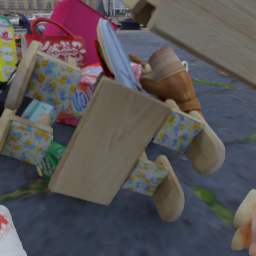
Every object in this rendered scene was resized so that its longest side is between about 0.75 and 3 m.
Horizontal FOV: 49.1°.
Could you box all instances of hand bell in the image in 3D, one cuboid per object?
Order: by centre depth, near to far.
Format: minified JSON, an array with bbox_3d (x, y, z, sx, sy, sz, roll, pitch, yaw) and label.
[{"bbox_3d":[0.447,-1.986,8.846,1.176,0.613,0.613,31,3,-36],"label":"hand bell"}]

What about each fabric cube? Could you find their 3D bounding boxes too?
[{"bbox_3d":[-1.795,-3.249,9.921,1.826,1.791,1.820,24,1,-36],"label":"fabric cube"}]

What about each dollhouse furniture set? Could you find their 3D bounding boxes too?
[{"bbox_3d":[0.072,-0.096,3.022,2.532,2.888,1.919,21,25,-22],"label":"dollhouse furniture set"}]

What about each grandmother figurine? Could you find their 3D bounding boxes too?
[{"bbox_3d":[2.013,1.272,2.347,2.164,1.312,0.655,23,51,41],"label":"grandmother figurine"}]

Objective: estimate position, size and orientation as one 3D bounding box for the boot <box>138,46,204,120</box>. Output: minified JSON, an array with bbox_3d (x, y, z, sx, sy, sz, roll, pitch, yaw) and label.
[{"bbox_3d":[1.021,-0.630,6.752,0.891,1.871,2.419,-25,-8,0],"label":"boot"}]

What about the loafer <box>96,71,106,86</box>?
[{"bbox_3d":[-0.577,-1.208,6.604,0.276,0.241,0.767,28,35,-16],"label":"loafer"}]

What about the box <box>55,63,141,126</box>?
[{"bbox_3d":[-0.770,-1.047,7.984,1.326,1.270,2.660,12,26,25],"label":"box"}]

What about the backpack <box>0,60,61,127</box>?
[{"bbox_3d":[-1.831,-0.467,5.293,1.261,1.069,1.420,-62,15,-26],"label":"backpack"}]

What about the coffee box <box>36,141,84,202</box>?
[{"bbox_3d":[-1.139,0.659,4.693,1.247,0.766,0.274,20,39,37],"label":"coffee box"}]

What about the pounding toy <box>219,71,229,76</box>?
[{"bbox_3d":[5.260,-2.790,12.779,1.587,0.726,1.394,-18,29,-36],"label":"pounding toy"}]

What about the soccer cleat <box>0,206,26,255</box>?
[{"bbox_3d":[-0.908,1.665,2.296,1.152,0.928,2.705,3,23,-22],"label":"soccer cleat"}]

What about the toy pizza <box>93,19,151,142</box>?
[{"bbox_3d":[-0.121,-0.985,6.236,0.449,2.834,2.834,-21,21,9],"label":"toy pizza"}]

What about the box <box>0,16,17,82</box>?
[{"bbox_3d":[-3.763,-1.688,7.269,0.669,2.765,1.623,-10,-6,42],"label":"box"}]

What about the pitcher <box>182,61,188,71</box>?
[{"bbox_3d":[1.958,-1.868,10.047,0.765,0.892,0.541,-37,29,-15],"label":"pitcher"}]

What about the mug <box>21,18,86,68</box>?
[{"bbox_3d":[-1.919,-2.064,7.354,1.528,1.356,1.020,-9,68,-25],"label":"mug"}]

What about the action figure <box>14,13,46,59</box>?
[{"bbox_3d":[-3.912,-3.668,11.152,2.689,2.779,1.454,-10,62,0],"label":"action figure"}]

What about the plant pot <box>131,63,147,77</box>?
[{"bbox_3d":[0.303,-2.236,11.540,1.483,0.685,1.483,-1,23,0],"label":"plant pot"}]
